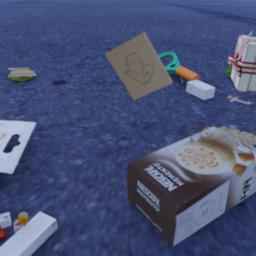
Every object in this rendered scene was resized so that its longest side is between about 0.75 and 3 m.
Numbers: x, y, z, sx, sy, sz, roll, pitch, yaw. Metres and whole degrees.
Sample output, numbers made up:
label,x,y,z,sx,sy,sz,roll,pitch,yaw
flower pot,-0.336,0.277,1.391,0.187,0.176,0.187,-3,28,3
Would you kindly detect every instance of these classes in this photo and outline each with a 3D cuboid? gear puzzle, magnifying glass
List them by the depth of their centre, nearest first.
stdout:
label,x,y,z,sx,sy,sz,roll,pitch,yaw
gear puzzle,2.746,0.269,7.664,1.524,0.200,0.789,19,37,34
magnifying glass,1.975,-2.549,11.874,1.154,0.325,2.898,-38,41,-4

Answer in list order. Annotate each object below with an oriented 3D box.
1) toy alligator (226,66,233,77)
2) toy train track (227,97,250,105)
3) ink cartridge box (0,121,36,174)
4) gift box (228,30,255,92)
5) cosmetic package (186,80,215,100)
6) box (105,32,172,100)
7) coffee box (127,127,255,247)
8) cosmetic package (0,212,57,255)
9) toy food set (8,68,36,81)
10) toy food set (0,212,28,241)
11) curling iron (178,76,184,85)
label,x,y,z,sx,sy,sz,roll,pitch,yaw
toy alligator,4.865,-2.483,12.074,1.938,0.575,0.526,-14,-7,-23
toy train track,3.898,-0.991,9.852,0.804,0.131,0.461,27,40,37
ink cartridge box,-3.900,0.574,6.795,2.823,0.708,2.289,4,29,-6
gift box,2.535,-1.332,5.442,1.025,1.098,1.013,5,23,8
cosmetic package,2.642,-1.405,10.280,0.515,0.406,0.957,-14,34,-25
box,0.260,-1.455,6.797,1.134,1.388,0.148,-21,25,30
coffee box,1.364,0.997,5.583,2.452,0.977,1.402,-20,36,-30
cosmetic package,-1.696,1.897,4.767,0.405,0.248,0.980,17,34,26
toy food set,-4.507,-2.227,11.881,1.100,0.320,1.594,-7,25,-26
toy food set,-2.238,1.677,4.954,0.913,0.436,0.411,-14,33,-17
curling iron,2.160,-2.168,11.717,0.445,0.230,1.796,32,29,-18
